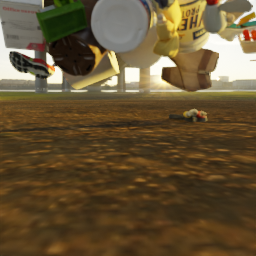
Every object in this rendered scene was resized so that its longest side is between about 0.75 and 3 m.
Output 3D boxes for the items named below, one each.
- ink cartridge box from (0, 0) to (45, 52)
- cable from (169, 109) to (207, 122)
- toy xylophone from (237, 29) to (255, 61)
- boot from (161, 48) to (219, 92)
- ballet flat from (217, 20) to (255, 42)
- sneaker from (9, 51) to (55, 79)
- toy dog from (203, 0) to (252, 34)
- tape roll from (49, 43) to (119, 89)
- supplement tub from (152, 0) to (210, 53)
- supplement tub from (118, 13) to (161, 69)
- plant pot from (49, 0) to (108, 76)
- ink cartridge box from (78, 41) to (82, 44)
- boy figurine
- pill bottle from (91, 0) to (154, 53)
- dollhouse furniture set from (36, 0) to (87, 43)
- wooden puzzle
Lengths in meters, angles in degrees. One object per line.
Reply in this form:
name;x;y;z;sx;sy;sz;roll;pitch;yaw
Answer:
ink cartridge box;-3.057;-3.107;8.169;1.160;0.675;1.593;2;-34;-13
cable;2.329;-0.516;10.892;0.962;0.499;1.981;-1;8;-16
toy xylophone;3.362;-2.051;7.007;1.230;0.309;0.901;14;-22;33
boot;2.406;-2.818;10.782;2.081;2.846;1.000;7;7;23
ballet flat;3.781;-3.299;9.666;2.117;0.735;0.735;-5;8;-6
sneaker;-3.439;-2.275;10.064;1.729;0.666;0.734;26;33;2
toy dog;1.830;-2.658;4.770;1.012;1.385;2.101;-3;-13;10
tape roll;-1.789;-3.251;11.626;1.944;2.831;2.831;-20;4;9
supplement tub;1.558;-3.333;7.798;1.618;1.618;2.232;2;-24;18
supplement tub;0.396;-3.303;10.090;1.808;1.808;2.503;0;33;-3
plant pot;-1.286;-2.480;7.876;1.742;1.742;1.724;2;46;18
ink cartridge box;-1.897;-3.251;8.957;0.904;0.524;1.224;-29;-43;19
boy figurine;0.841;-2.578;6.346;0.675;2.096;1.303;7;52;14
pill bottle;-0.025;-2.798;7.079;1.313;1.313;2.340;1;28;9
dollhouse furniture set;-1.804;-3.300;6.234;1.079;1.409;2.150;-25;-29;-13
wooden puzzle;3.395;-3.824;9.065;1.034;1.532;0.179;-30;-30;23
